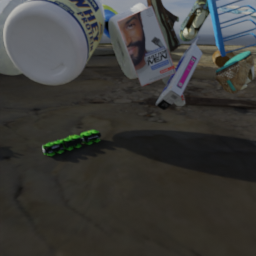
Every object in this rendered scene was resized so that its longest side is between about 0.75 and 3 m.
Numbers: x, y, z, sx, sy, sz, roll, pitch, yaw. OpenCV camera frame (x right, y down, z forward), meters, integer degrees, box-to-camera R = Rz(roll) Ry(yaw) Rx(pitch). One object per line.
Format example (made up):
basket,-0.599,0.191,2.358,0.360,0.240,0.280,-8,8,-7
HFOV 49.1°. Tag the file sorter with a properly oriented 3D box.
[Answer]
file sorter,2.577,-2.802,6.927,0.974,1.588,1.102,-14,29,17

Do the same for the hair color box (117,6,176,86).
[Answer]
hair color box,0.361,-1.495,5.247,0.700,1.262,0.403,-21,6,13

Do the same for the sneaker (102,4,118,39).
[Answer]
sneaker,-0.147,-3.312,10.100,2.587,0.980,1.359,23,34,-28

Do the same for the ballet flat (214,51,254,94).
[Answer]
ballet flat,3.076,-1.525,7.864,0.905,0.838,2.567,-24,7,41

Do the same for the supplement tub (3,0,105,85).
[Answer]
supplement tub,-1.591,-2.374,6.771,1.825,1.825,2.517,3,39,9

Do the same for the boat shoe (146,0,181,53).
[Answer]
boat shoe,0.979,-2.796,7.288,0.655,1.770,0.654,-20,46,6

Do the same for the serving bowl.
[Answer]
serving bowl,-3.469,-2.997,9.559,0.922,2.803,2.803,24,22,-2

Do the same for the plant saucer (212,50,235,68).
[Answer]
plant saucer,3.358,-2.349,9.814,0.866,0.866,0.153,14,60,31

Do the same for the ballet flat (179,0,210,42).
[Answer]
ballet flat,2.373,-3.749,10.155,0.768,2.070,0.768,4,61,-8

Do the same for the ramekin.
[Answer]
ramekin,0.166,-2.198,7.387,0.897,1.840,1.840,-22,25,-8

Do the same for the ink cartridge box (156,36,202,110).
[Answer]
ink cartridge box,1.335,-1.361,6.994,0.345,1.863,0.882,31,-24,-7

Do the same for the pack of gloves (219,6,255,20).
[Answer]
pack of gloves,3.358,-3.252,8.062,1.146,0.269,1.364,-25,42,-38

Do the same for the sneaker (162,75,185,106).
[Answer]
sneaker,1.465,-1.239,8.449,0.460,1.193,0.489,-9,27,42

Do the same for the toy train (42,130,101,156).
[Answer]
toy train,-1.680,0.415,8.366,1.896,0.396,0.535,-16,16,-35
